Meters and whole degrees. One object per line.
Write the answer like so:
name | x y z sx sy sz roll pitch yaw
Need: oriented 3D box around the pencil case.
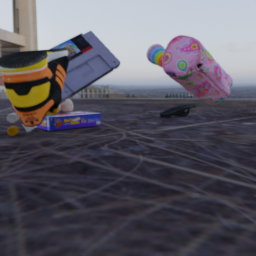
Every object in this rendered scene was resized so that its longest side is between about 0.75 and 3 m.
pencil case | 1.457 -1.094 5.675 0.864 0.864 1.976 6 -9 37

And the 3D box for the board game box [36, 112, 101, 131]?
board game box | -1.986 -0.252 9.141 1.823 0.408 1.226 -8 10 -40

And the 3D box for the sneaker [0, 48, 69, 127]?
sneaker | -1.869 -0.950 5.988 1.043 1.341 2.981 -4 19 -2

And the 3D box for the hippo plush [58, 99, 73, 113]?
hippo plush | -2.633 -1.213 9.440 1.433 1.447 1.799 -7 3 -15

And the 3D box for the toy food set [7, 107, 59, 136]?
toy food set | -2.627 -0.362 7.619 1.445 0.690 0.650 -32 11 2

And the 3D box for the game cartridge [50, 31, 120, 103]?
game cartridge | -1.574 -1.954 8.521 2.408 1.561 0.462 -39 -2 -30

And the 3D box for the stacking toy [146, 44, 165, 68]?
stacking toy | 1.004 -1.977 8.129 0.620 0.620 1.451 -2 29 -13

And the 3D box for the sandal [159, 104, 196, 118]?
sandal | 2.275 -0.685 12.807 2.041 0.488 0.767 -19 17 -30
